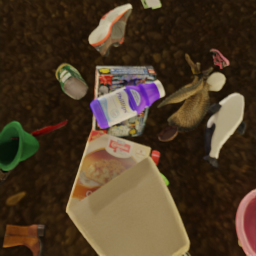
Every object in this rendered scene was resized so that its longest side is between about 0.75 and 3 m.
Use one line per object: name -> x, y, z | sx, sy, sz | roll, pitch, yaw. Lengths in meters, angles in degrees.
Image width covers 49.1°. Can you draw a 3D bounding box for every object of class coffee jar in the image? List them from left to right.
coffee jar -> -2.022, -1.676, 9.834 | 0.707, 0.864, 1.656 | -49, 35, 9

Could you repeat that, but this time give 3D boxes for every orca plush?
orca plush -> 2.927, 0.089, 8.915 | 1.298, 0.877, 2.467 | 14, 78, -7

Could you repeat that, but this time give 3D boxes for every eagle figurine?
eagle figurine -> 2.339, -1.222, 10.730 | 1.875, 1.865, 2.471 | 29, 63, -2

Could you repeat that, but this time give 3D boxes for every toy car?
toy car -> 0.998, 1.663, 10.388 | 1.356, 0.303, 1.276 | -43, 77, -12

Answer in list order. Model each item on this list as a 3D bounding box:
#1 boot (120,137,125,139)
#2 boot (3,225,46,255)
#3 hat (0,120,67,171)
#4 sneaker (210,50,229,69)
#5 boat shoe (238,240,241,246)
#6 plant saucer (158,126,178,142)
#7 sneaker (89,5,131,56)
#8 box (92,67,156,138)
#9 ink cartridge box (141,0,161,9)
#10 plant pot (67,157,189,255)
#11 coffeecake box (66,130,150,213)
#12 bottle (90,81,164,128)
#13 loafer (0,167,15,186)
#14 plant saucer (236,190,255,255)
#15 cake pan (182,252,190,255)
boot -> -0.432, 0.052, 10.855 | 1.119, 0.414, 0.917 | -44, 76, -4
boot -> -3.588, 3.989, 9.545 | 1.404, 0.481, 1.321 | -2, 72, 0
hat -> -3.645, 0.732, 10.748 | 2.148, 1.891, 1.779 | -26, 66, 33
sneaker -> 3.780, -2.905, 11.881 | 0.462, 0.383, 0.969 | -42, 75, -1
boat shoe -> 4.267, 3.910, 9.669 | 0.893, 0.280, 0.327 | -9, 72, -3
plant saucer -> 1.394, 0.217, 9.618 | 0.752, 0.752, 0.130 | -43, 117, -13
sneaker -> -0.565, -3.806, 11.019 | 0.990, 1.052, 2.568 | 8, 56, 44
box -> -0.226, -0.795, 9.648 | 1.879, 2.744, 0.547 | -3, 43, -14
ink cartridge box -> 1.037, -5.738, 12.859 | 0.797, 0.191, 0.580 | -17, 73, -6
plant pot -> 0.330, 2.999, 8.343 | 2.779, 2.775, 2.460 | -33, 61, -8
coffeecake box -> -0.647, 1.681, 9.345 | 2.070, 0.985, 2.697 | 17, 78, -8
bottle -> 0.004, -0.771, 8.414 | 2.193, 0.716, 0.916 | -23, 86, -7
loafer -> -4.640, 1.690, 10.346 | 0.376, 0.368, 1.030 | 29, 74, 9
plant saucer -> 4.995, 3.477, 9.388 | 2.930, 0.743, 2.930 | 2, 63, -3
cake pan -> 1.263, 5.002, 9.248 | 2.230, 0.409, 2.230 | 0, 72, 0
